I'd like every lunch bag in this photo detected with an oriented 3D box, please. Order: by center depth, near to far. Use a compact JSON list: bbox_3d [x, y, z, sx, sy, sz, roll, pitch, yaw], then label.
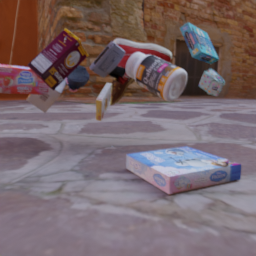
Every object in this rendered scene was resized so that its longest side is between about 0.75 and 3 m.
[{"bbox_3d":[2.821,-1.488,9.373,0.468,0.653,0.767,-26,60,-28],"label":"lunch bag"}]

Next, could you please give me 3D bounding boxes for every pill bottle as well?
[{"bbox_3d":[1.026,-2.013,10.698,2.217,1.290,1.290,34,27,31],"label":"pill bottle"}]

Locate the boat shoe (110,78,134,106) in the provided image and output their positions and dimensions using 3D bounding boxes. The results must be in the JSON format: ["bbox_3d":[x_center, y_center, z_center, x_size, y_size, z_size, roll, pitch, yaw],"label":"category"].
[{"bbox_3d":[-0.479,-2.307,14.837,0.841,2.492,0.897,25,26,-29],"label":"boat shoe"}]

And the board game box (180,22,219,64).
[{"bbox_3d":[2.062,-2.398,8.047,0.296,0.953,1.262,-30,-17,36],"label":"board game box"}]

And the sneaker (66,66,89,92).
[{"bbox_3d":[-2.226,-1.963,12.074,0.948,1.109,2.703,11,21,-12],"label":"sneaker"}]

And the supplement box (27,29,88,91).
[{"bbox_3d":[-2.329,-2.288,9.465,0.766,1.788,0.987,40,-7,21],"label":"supplement box"}]

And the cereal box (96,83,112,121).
[{"bbox_3d":[-0.932,-1.019,10.887,0.261,0.952,1.323,12,41,8],"label":"cereal box"}]

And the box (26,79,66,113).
[{"bbox_3d":[-3.555,-1.777,12.544,0.976,1.245,2.001,37,22,-20],"label":"box"}]

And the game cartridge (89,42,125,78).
[{"bbox_3d":[-0.807,-2.730,11.373,0.947,1.421,0.288,26,23,-51],"label":"game cartridge"}]

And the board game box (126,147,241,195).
[{"bbox_3d":[1.380,1.025,7.486,2.178,0.475,2.189,-6,11,-26],"label":"board game box"}]

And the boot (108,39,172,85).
[{"bbox_3d":[0.496,-2.689,12.228,2.682,1.935,0.971,9,-14,2],"label":"boot"}]

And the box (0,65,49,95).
[{"bbox_3d":[-4.009,-1.780,10.361,1.955,0.933,0.975,-3,19,-44],"label":"box"}]
